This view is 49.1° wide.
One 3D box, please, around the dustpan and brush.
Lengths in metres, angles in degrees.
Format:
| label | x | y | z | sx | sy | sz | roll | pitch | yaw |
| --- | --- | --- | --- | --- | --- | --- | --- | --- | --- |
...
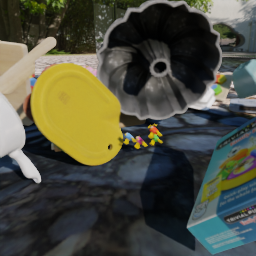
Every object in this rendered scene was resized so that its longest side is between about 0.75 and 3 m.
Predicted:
| label | x | y | z | sx | sy | sz | roll | pitch | yaw |
| --- | --- | --- | --- | --- | --- | --- | --- | --- | --- |
| dustpan and brush | -1.970 | 0.198 | 4.309 | 1.404 | 2.012 | 0.576 | -7 | 27 | 30 |

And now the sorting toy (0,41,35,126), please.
| label | x | y | z | sx | sy | sz | roll | pitch | yaw |
| --- | --- | --- | --- | --- | --- | --- | --- | --- | --- |
| sorting toy | -3.758 | -1.414 | 8.083 | 2.287 | 2.273 | 0.796 | 10 | 28 | 10 |

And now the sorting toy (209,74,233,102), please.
| label | x | y | z | sx | sy | sz | roll | pitch | yaw |
| --- | --- | --- | --- | --- | --- | --- | --- | --- | --- |
| sorting toy | 3.442 | -1.868 | 12.065 | 1.797 | 0.354 | 1.941 | 11 | 47 | 30 |

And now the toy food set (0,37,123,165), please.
| label | x | y | z | sx | sy | sz | roll | pitch | yaw |
| --- | --- | --- | --- | --- | --- | --- | --- | --- | --- |
| toy food set | -1.220 | -0.375 | 5.498 | 0.869 | 2.661 | 1.566 | -1 | 52 | 49 |

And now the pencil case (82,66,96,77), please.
| label | x | y | z | sx | sy | sz | roll | pitch | yaw |
| --- | --- | --- | --- | --- | --- | --- | --- | --- | --- |
| pencil case | -1.730 | -2.291 | 13.243 | 1.198 | 1.146 | 2.769 | 5 | 13 | -28 |

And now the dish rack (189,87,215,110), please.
| label | x | y | z | sx | sy | sz | roll | pitch | yaw |
| --- | --- | --- | --- | --- | --- | --- | --- | --- | --- |
| dish rack | 2.327 | -1.340 | 10.624 | 1.858 | 0.471 | 2.165 | 17 | 25 | 19 |

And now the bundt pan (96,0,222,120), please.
| label | x | y | z | sx | sy | sz | roll | pitch | yaw |
| --- | --- | --- | --- | --- | --- | --- | --- | --- | --- |
| bundt pan | 0.668 | -1.713 | 6.923 | 2.990 | 2.990 | 1.122 | -2 | 38 | -7 |

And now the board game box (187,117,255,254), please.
| label | x | y | z | sx | sy | sz | roll | pitch | yaw |
| --- | --- | --- | --- | --- | --- | --- | --- | --- | --- |
| board game box | 1.609 | 0.421 | 3.377 | 1.470 | 0.457 | 1.947 | -42 | 4 | 38 |

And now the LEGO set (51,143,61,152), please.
| label | x | y | z | sx | sy | sz | roll | pitch | yaw |
| --- | --- | --- | --- | --- | --- | --- | --- | --- | --- |
| LEGO set | -1.501 | -0.051 | 6.384 | 0.550 | 0.679 | 1.477 | 9 | 22 | -29 |

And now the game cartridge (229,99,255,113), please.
| label | x | y | z | sx | sy | sz | roll | pitch | yaw |
| --- | --- | --- | --- | --- | --- | --- | --- | --- | --- |
| game cartridge | 4.424 | -0.755 | 9.768 | 1.674 | 0.348 | 1.115 | 7 | 13 | 20 |

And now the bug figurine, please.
| label | x | y | z | sx | sy | sz | roll | pitch | yaw |
| --- | --- | --- | --- | --- | --- | --- | --- | --- | --- |
| bug figurine | 0.329 | 0.184 | 5.659 | 0.790 | 0.203 | 0.613 | -14 | -31 | 20 |

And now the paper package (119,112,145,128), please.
| label | x | y | z | sx | sy | sz | roll | pitch | yaw |
| --- | --- | --- | --- | --- | --- | --- | --- | --- | --- |
| paper package | -0.198 | -0.459 | 8.405 | 1.071 | 0.582 | 1.124 | -10 | 21 | -28 |

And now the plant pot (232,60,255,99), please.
| label | x | y | z | sx | sy | sz | roll | pitch | yaw |
| --- | --- | --- | --- | --- | --- | --- | --- | --- | --- |
| plant pot | 4.858 | -2.012 | 11.165 | 1.131 | 1.152 | 1.128 | -42 | 11 | -27 |

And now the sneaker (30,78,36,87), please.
| label | x | y | z | sx | sy | sz | roll | pitch | yaw |
| --- | --- | --- | --- | --- | --- | --- | --- | --- | --- |
| sneaker | -4.305 | -1.297 | 10.341 | 1.158 | 0.990 | 2.794 | 13 | 23 | 16 |
